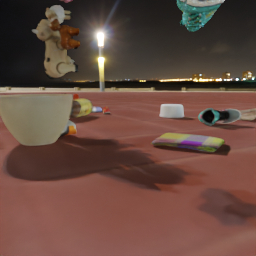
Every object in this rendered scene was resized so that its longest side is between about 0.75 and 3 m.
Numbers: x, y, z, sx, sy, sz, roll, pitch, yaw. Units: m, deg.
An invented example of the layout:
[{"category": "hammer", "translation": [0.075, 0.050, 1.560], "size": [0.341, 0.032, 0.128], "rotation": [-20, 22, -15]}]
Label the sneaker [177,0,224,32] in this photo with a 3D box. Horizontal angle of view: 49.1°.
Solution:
[{"category": "sneaker", "translation": [1.910, -3.152, 7.472], "size": [1.138, 1.169, 2.936], "rotation": [25, 28, 12]}]

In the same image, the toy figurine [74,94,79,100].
[{"category": "toy figurine", "translation": [-3.211, -1.277, 14.448], "size": [1.227, 0.854, 1.208], "rotation": [6, 16, 23]}]

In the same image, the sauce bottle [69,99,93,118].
[{"category": "sauce bottle", "translation": [-2.175, -0.771, 11.366], "size": [0.740, 0.740, 2.287], "rotation": [3, 10, 17]}]

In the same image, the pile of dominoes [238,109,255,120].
[{"category": "pile of dominoes", "translation": [5.383, -0.455, 11.281], "size": [2.544, 0.405, 1.983], "rotation": [-9, 10, -2]}]

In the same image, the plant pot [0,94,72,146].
[{"category": "plant pot", "translation": [-2.133, -0.208, 6.543], "size": [1.672, 1.122, 1.672], "rotation": [0, 9, 0]}]

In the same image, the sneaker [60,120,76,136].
[{"category": "sneaker", "translation": [-2.086, -0.272, 7.716], "size": [0.732, 0.889, 1.932], "rotation": [-9, 13, -41]}]

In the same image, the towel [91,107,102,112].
[{"category": "towel", "translation": [-2.065, -0.910, 13.987], "size": [1.509, 0.180, 1.108], "rotation": [-1, 10, -7]}]

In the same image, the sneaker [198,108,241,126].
[{"category": "sneaker", "translation": [3.044, -0.401, 9.414], "size": [1.389, 0.581, 0.838], "rotation": [-5, 2, 21]}]

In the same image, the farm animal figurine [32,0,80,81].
[{"category": "farm animal figurine", "translation": [-2.496, -3.195, 9.378], "size": [1.364, 2.713, 2.191], "rotation": [-5, -35, -17]}]

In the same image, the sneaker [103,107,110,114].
[{"category": "sneaker", "translation": [-1.011, -0.830, 12.988], "size": [0.297, 0.328, 0.772], "rotation": [-3, 9, -17]}]

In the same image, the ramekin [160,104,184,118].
[{"category": "ramekin", "translation": [1.853, -0.735, 11.863], "size": [1.024, 0.499, 1.024], "rotation": [0, 9, 0]}]

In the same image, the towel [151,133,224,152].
[{"category": "towel", "translation": [1.373, 0.312, 6.379], "size": [1.475, 0.168, 1.059], "rotation": [5, 10, 25]}]
